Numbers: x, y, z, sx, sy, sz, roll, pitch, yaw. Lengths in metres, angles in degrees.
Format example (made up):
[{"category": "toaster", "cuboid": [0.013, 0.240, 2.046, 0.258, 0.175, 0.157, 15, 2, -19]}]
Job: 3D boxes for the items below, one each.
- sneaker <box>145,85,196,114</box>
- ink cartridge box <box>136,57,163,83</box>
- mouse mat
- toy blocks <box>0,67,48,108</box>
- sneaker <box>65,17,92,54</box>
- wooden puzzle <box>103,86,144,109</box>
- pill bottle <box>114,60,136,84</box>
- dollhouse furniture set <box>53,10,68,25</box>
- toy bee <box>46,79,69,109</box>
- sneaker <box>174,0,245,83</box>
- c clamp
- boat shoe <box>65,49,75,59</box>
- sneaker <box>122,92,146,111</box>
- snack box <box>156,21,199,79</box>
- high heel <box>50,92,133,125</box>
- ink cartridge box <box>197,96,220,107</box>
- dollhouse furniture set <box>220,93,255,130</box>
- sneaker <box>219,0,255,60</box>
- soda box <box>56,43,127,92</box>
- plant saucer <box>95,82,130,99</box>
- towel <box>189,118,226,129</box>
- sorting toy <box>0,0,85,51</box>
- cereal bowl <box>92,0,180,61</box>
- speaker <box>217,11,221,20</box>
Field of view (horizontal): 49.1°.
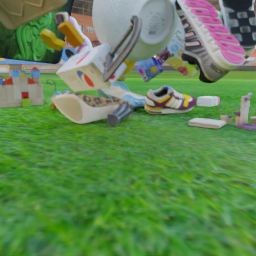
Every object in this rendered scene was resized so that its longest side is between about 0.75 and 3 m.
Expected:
[{"category": "sneaker", "cuboid": [1.853, -1.222, 11.537, 2.359, 1.063, 0.884, -10, 41, -20]}, {"category": "ink cartridge box", "cuboid": [0.765, -1.980, 9.267, 0.850, 0.580, 0.324, -33, -5, 9]}, {"category": "mouse mat", "cuboid": [-3.012, -3.542, 9.122, 2.328, 2.894, 0.109, -3, 34, -40]}, {"category": "toy blocks", "cuboid": [-5.395, -2.050, 13.867, 2.779, 1.899, 1.389, -8, 15, -31]}, {"category": "sneaker", "cuboid": [-2.348, -3.620, 11.229, 0.755, 2.083, 1.188, -42, -15, 32]}, {"category": "wooden puzzle", "cuboid": [-0.017, -1.427, 13.767, 2.008, 0.465, 1.860, 25, 22, 17]}, {"category": "pill bottle", "cuboid": [-0.193, -2.865, 10.962, 1.168, 2.070, 1.168, 25, 32, -18]}, {"category": "dollhouse furniture set", "cuboid": [-2.777, -3.431, 7.886, 1.723, 1.365, 1.223, 4, 43, 11]}, {"category": "toy bee", "cuboid": [-2.983, -1.215, 12.662, 1.316, 1.093, 2.011, 1, 35, -31]}, {"category": "sneaker", "cuboid": [1.686, -2.157, 6.790, 0.986, 1.169, 2.674, -5, 58, -28]}, {"category": "c clamp", "cuboid": [-0.185, -1.754, 6.024, 0.239, 1.507, 1.764, 27, -36, -20]}, {"category": "boat shoe", "cuboid": [-2.249, -2.827, 11.309, 0.308, 0.841, 0.263, -35, 12, 7]}, {"category": "sneaker", "cuboid": [0.439, -0.956, 12.255, 1.649, 0.646, 0.741, 16, 56, 17]}, {"category": "snack box", "cuboid": [2.269, -3.560, 11.978, 2.642, 1.879, 0.700, 27, 25, -27]}, {"category": "high heel", "cuboid": [-1.230, -0.816, 10.110, 2.704, 0.965, 1.927, 18, 22, 13]}, {"category": "ink cartridge box", "cuboid": [4.042, -1.341, 14.086, 0.737, 0.428, 1.022, 11, 16, 40]}, {"category": "dollhouse furniture set", "cuboid": [4.109, -0.659, 9.338, 1.564, 1.110, 1.240, -7, 14, -29]}, {"category": "sneaker", "cuboid": [2.843, -2.911, 7.448, 0.950, 2.564, 1.135, 2, -19, 8]}, {"category": "soda box", "cuboid": [-1.184, -1.700, 8.310, 0.839, 0.898, 2.635, -52, 27, -17]}, {"category": "plant saucer", "cuboid": [-0.902, -1.967, 14.039, 2.647, 0.476, 2.647, 33, 29, -21]}, {"category": "towel", "cuboid": [2.583, -0.148, 9.215, 1.063, 0.183, 0.705, 9, 17, 34]}, {"category": "sorting toy", "cuboid": [-2.118, -2.682, 5.610, 2.019, 2.710, 0.363, -4, 49, 38]}, {"category": "cereal bowl", "cuboid": [0.444, -2.985, 7.487, 2.617, 2.617, 1.090, -8, 33, -34]}, {"category": "speaker", "cuboid": [2.980, -3.581, 10.345, 0.761, 0.761, 1.720, 9, 55, 35]}]
